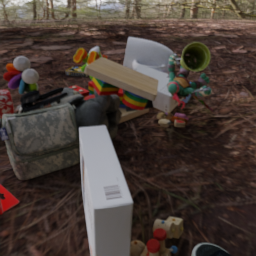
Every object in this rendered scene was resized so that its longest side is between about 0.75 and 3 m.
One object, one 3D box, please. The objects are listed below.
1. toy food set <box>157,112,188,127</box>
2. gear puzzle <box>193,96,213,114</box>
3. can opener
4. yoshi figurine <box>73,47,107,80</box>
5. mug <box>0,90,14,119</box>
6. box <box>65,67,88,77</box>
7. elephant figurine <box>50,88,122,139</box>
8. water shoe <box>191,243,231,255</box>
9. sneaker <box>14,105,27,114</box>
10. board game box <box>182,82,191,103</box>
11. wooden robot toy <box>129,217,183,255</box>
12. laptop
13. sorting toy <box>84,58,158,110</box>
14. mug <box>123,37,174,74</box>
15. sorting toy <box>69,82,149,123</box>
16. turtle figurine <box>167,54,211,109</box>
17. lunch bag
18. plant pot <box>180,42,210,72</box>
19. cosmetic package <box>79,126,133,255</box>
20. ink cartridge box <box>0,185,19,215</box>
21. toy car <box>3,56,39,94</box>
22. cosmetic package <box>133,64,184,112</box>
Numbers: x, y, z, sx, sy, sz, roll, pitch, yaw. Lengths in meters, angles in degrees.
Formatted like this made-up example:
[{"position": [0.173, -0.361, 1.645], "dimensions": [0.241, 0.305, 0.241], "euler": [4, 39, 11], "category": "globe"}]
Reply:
[{"position": [1.695, -0.347, 10.438], "dimensions": [1.202, 0.298, 1.892], "euler": [5, 12, -2], "category": "toy food set"}, {"position": [2.988, -1.062, 11.369], "dimensions": [1.255, 0.164, 0.650], "euler": [32, 16, -29], "category": "gear puzzle"}, {"position": [-2.500, -0.861, 8.421], "dimensions": [1.547, 0.490, 0.608], "euler": [-22, -9, -41], "category": "can opener"}, {"position": [-1.402, -2.484, 11.713], "dimensions": [1.236, 1.240, 2.207], "euler": [-26, -9, 14], "category": "yoshi figurine"}, {"position": [-5.817, -0.939, 11.101], "dimensions": [2.061, 1.375, 1.830], "euler": [-14, 39, -32], "category": "mug"}, {"position": [-2.949, -3.410, 16.978], "dimensions": [1.316, 0.325, 1.051], "euler": [8, 27, 16], "category": "box"}, {"position": [-1.841, -0.483, 9.881], "dimensions": [2.881, 2.039, 2.235], "euler": [10, -1, 24], "category": "elephant figurine"}, {"position": [1.921, 2.705, 4.400], "dimensions": [0.954, 1.053, 2.668], "euler": [-8, 29, -16], "category": "water shoe"}, {"position": [-4.455, -0.872, 11.956], "dimensions": [0.501, 0.467, 1.264], "euler": [1, 27, 12], "category": "sneaker"}, {"position": [1.882, -1.947, 13.979], "dimensions": [2.561, 0.469, 1.937], "euler": [10, 29, 19], "category": "board game box"}, {"position": [0.361, 2.318, 5.504], "dimensions": [0.907, 0.881, 2.000], "euler": [3, 25, 30], "category": "wooden robot toy"}, {"position": [0.305, -1.076, 9.611], "dimensions": [0.989, 0.926, 0.573], "euler": [-9, 5, 7], "category": "laptop"}, {"position": [-0.177, -1.270, 8.253], "dimensions": [1.992, 0.693, 1.980], "euler": [22, 22, -1], "category": "sorting toy"}, {"position": [1.104, -3.554, 15.250], "dimensions": [2.594, 2.184, 2.958], "euler": [10, 27, 0], "category": "mug"}, {"position": [-1.093, -1.188, 11.933], "dimensions": [2.893, 1.007, 2.875], "euler": [-22, 35, -36], "category": "sorting toy"}, {"position": [2.106, -1.777, 10.570], "dimensions": [2.036, 1.369, 2.719], "euler": [50, 31, 6], "category": "turtle figurine"}, {"position": [-2.548, 0.272, 8.255], "dimensions": [2.157, 1.809, 1.503], "euler": [-14, 31, -25], "category": "lunch bag"}, {"position": [2.424, -2.591, 10.583], "dimensions": [1.054, 1.054, 0.969], "euler": [-2, 4, -4], "category": "plant pot"}, {"position": [-0.557, 1.447, 5.780], "dimensions": [0.692, 2.019, 2.678], "euler": [-6, 28, -12], "category": "cosmetic package"}, {"position": [-3.896, 1.772, 6.527], "dimensions": [1.281, 0.741, 2.205], "euler": [23, 34, 36], "category": "ink cartridge box"}, {"position": [-3.142, -1.446, 8.163], "dimensions": [0.830, 0.969, 1.107], "euler": [-31, 81, -28], "category": "toy car"}, {"position": [1.134, -1.783, 12.458], "dimensions": [2.495, 1.012, 1.408], "euler": [26, 50, 24], "category": "cosmetic package"}]
